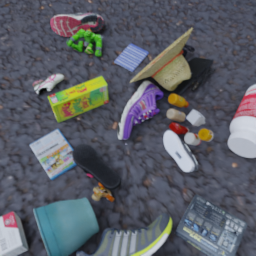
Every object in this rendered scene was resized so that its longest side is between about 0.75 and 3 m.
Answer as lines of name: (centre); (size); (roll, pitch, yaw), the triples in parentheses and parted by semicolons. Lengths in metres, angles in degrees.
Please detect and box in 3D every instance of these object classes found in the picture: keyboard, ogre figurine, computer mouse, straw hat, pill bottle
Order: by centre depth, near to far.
pill bottle: (4.048, -0.222, 8.893); (1.287, 1.287, 2.292); (27, 62, 16)
straw hat: (1.462, -1.987, 9.661); (1.261, 2.980, 2.980); (48, 65, -8)
keyboard: (2.307, -1.780, 10.514); (2.447, 0.485, 1.273); (-43, 44, -22)
computer mouse: (2.103, -2.834, 11.058); (0.741, 0.282, 1.071); (29, 78, -5)
ogre figurine: (-1.681, -3.494, 11.373); (1.486, 0.729, 0.891); (15, 76, 27)

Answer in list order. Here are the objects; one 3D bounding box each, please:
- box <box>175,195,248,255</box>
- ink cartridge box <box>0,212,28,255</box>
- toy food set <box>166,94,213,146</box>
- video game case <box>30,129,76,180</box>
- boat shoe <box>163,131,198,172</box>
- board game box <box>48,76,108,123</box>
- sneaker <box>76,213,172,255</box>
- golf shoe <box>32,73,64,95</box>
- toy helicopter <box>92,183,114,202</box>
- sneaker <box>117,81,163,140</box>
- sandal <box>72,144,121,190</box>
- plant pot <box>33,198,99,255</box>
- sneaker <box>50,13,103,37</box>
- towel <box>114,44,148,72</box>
box: (2.211, 2.709, 7.496); (1.543, 0.394, 1.216); (27, 61, 19)
ink cartridge box: (-3.420, 2.958, 7.241); (1.349, 0.577, 0.995); (-23, 57, -12)
toy food set: (1.958, -0.146, 8.877); (0.893, 0.947, 1.984); (13, 30, -46)
video game case: (-2.327, 0.812, 8.911); (1.052, 0.131, 1.470); (-32, 62, -19)
boat shoe: (1.658, 0.724, 8.757); (0.522, 0.552, 1.540); (9, 37, -44)
board game box: (-1.641, -0.962, 9.539); (1.924, 0.977, 0.458); (-24, 62, -15)
sneaker: (-0.050, 2.835, 6.910); (2.690, 0.994, 1.089); (-28, 75, -25)
golf shoe: (-2.875, -1.596, 10.320); (1.182, 0.429, 0.544); (-27, 74, -8)
toy helicopter: (-0.724, 1.874, 7.792); (0.628, 0.949, 0.374); (30, 98, 12)
sneaker: (0.448, -0.565, 9.346); (1.022, 0.988, 2.450); (30, 64, 6)
sandal: (-1.006, 1.219, 8.431); (0.740, 0.444, 1.971); (-34, 58, -28)
plant pot: (-1.529, 2.470, 7.156); (1.335, 1.421, 1.421); (-20, 59, -20)
sneaker: (-2.164, -4.416, 11.922); (2.209, 0.891, 0.825); (-3, 35, -6)
towel: (0.140, -2.825, 11.265); (0.907, 0.149, 1.253); (30, 64, 16)
